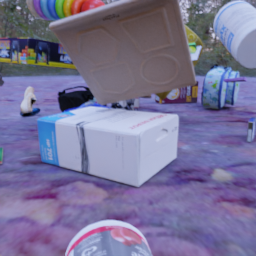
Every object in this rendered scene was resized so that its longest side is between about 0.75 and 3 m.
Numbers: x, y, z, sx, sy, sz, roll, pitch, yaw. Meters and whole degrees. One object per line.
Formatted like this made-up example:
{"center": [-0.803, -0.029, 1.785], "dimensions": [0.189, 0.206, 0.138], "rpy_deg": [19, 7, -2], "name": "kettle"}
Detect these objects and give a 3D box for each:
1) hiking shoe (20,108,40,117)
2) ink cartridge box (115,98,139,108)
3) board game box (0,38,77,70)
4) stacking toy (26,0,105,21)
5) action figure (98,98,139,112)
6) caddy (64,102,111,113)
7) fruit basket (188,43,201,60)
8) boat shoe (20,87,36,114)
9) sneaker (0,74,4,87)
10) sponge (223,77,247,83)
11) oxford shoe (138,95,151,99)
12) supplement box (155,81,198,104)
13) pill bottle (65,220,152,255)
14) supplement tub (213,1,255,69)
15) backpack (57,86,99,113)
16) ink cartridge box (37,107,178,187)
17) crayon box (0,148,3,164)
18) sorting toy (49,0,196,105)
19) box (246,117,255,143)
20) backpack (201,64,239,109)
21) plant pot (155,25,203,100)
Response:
{"center": [-4.401, -0.661, 12.687], "dimensions": [0.923, 0.343, 0.400], "rpy_deg": [-19, 29, -29], "name": "hiking shoe"}
{"center": [-0.127, -1.426, 15.233], "dimensions": [0.978, 0.567, 1.325], "rpy_deg": [-6, 13, -27], "name": "ink cartridge box"}
{"center": [-2.813, -2.519, 9.719], "dimensions": [2.410, 0.827, 2.916], "rpy_deg": [16, 14, 37], "name": "board game box"}
{"center": [-1.598, -3.358, 7.723], "dimensions": [2.501, 1.068, 1.068], "rpy_deg": [23, 23, 27], "name": "stacking toy"}
{"center": [-0.354, -0.793, 11.165], "dimensions": [1.502, 1.289, 2.527], "rpy_deg": [-15, 19, -14], "name": "action figure"}
{"center": [-1.426, -0.424, 10.116], "dimensions": [1.355, 1.006, 1.917], "rpy_deg": [8, 15, 27], "name": "caddy"}
{"center": [1.874, -2.387, 9.178], "dimensions": [0.927, 0.469, 1.000], "rpy_deg": [0, 44, 25], "name": "fruit basket"}
{"center": [-2.410, -0.681, 6.919], "dimensions": [0.288, 0.307, 0.832], "rpy_deg": [2, 53, -1], "name": "boat shoe"}
{"center": [-4.607, -1.720, 9.796], "dimensions": [0.342, 0.338, 0.861], "rpy_deg": [34, -19, -6], "name": "sneaker"}
{"center": [4.310, -1.926, 11.287], "dimensions": [0.826, 0.123, 0.461], "rpy_deg": [2, 2, 32], "name": "sponge"}
{"center": [0.196, -2.033, 15.026], "dimensions": [2.157, 0.769, 0.769], "rpy_deg": [3, 13, 4], "name": "oxford shoe"}
{"center": [2.868, -2.170, 16.714], "dimensions": [2.392, 1.320, 1.024], "rpy_deg": [-3, 14, -10], "name": "supplement box"}
{"center": [-0.089, 1.521, 2.181], "dimensions": [0.889, 0.889, 1.607], "rpy_deg": [-2, 13, -9], "name": "pill bottle"}
{"center": [3.893, -3.156, 9.329], "dimensions": [1.495, 1.495, 2.265], "rpy_deg": [-1, 40, -5], "name": "supplement tub"}
{"center": [-1.813, -1.070, 12.164], "dimensions": [1.726, 1.309, 2.068], "rpy_deg": [16, 20, 27], "name": "backpack"}
{"center": [-0.450, 0.257, 6.799], "dimensions": [2.786, 1.196, 2.040], "rpy_deg": [10, 17, 31], "name": "ink cartridge box"}
{"center": [-4.321, 0.575, 6.849], "dimensions": [2.281, 0.579, 1.448], "rpy_deg": [-5, 14, -23], "name": "crayon box"}
{"center": [0.045, -1.645, 6.303], "dimensions": [2.581, 2.789, 0.509], "rpy_deg": [-10, 55, 17], "name": "sorting toy"}
{"center": [3.954, 0.035, 8.963], "dimensions": [0.172, 0.642, 1.060], "rpy_deg": [7, 15, 30], "name": "box"}
{"center": [4.802, -2.047, 14.521], "dimensions": [1.722, 2.144, 2.343], "rpy_deg": [11, 25, 29], "name": "backpack"}
{"center": [1.498, -3.137, 11.448], "dimensions": [2.550, 2.534, 2.609], "rpy_deg": [42, -7, 3], "name": "plant pot"}
